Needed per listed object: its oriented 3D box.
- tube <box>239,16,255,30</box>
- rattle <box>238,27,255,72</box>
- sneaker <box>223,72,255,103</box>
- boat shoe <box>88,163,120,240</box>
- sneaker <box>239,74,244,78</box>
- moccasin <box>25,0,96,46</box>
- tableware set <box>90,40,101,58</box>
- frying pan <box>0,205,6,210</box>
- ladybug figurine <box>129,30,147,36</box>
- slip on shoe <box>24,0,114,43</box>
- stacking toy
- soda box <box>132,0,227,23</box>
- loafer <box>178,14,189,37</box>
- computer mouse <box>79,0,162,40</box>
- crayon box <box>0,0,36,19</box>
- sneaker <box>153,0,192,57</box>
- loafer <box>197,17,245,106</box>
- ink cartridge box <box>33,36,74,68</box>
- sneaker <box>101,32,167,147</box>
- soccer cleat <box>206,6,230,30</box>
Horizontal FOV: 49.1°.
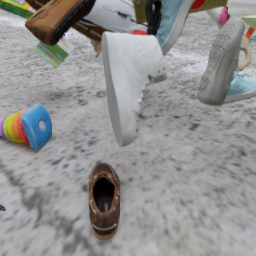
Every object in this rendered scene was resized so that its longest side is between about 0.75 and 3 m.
[{"bbox_3d":[3.271,-1.970,5.858,2.347,0.681,0.609,2,65,-43],"label":"tube"},{"bbox_3d":[2.704,-1.869,6.860,0.677,1.040,0.743,21,-3,13],"label":"rattle"},{"bbox_3d":[4.005,-1.659,10.348,2.550,1.045,0.942,-19,37,-29],"label":"sneaker"},{"bbox_3d":[-0.480,1.279,5.781,0.690,0.689,1.960,-6,30,-7],"label":"boat shoe"},{"bbox_3d":[3.988,-1.994,11.406,1.404,0.537,0.804,-17,41,-17],"label":"sneaker"},{"bbox_3d":[-0.959,-1.904,4.334,0.601,0.569,1.557,35,67,-1],"label":"moccasin"},{"bbox_3d":[-0.771,-3.863,9.187,0.321,2.766,2.311,16,52,11],"label":"tableware set"},{"bbox_3d":[-3.018,1.544,5.876,0.573,0.154,0.948,-23,35,-33],"label":"frying pan"},{"bbox_3d":[0.191,-2.770,9.488,1.390,0.737,2.048,-41,16,16],"label":"ladybug figurine"},{"bbox_3d":[-1.596,-3.360,7.363,2.861,1.088,0.867,27,45,-11],"label":"slip on shoe"},{"bbox_3d":[-3.191,0.015,7.848,1.879,1.091,1.031,-5,24,18],"label":"stacking toy"},{"bbox_3d":[1.377,-3.688,7.722,2.557,0.819,0.866,-10,59,5],"label":"soda box"},{"bbox_3d":[1.891,-4.567,10.391,0.970,2.552,0.860,18,11,20],"label":"loafer"},{"bbox_3d":[-0.274,-2.419,5.987,2.063,1.131,0.452,12,10,-8],"label":"computer mouse"},{"bbox_3d":[-3.285,-4.373,9.266,2.260,0.658,1.342,26,79,16],"label":"crayon box"},{"bbox_3d":[0.844,-2.878,6.552,1.002,2.446,0.904,16,16,-22],"label":"sneaker"},{"bbox_3d":[1.753,-1.155,5.084,0.551,1.578,0.552,10,22,-19],"label":"loafer"},{"bbox_3d":[-2.491,-2.767,9.628,0.953,0.544,1.835,40,19,-18],"label":"ink cartridge box"},{"bbox_3d":[0.245,-0.795,5.627,1.305,2.259,0.832,-6,1,-19],"label":"sneaker"},{"bbox_3d":[2.765,-3.767,8.913,0.753,1.744,0.609,-11,-2,30],"label":"soccer cleat"}]
